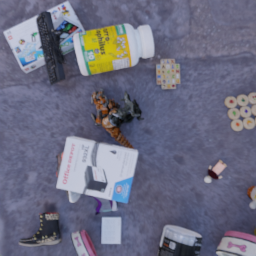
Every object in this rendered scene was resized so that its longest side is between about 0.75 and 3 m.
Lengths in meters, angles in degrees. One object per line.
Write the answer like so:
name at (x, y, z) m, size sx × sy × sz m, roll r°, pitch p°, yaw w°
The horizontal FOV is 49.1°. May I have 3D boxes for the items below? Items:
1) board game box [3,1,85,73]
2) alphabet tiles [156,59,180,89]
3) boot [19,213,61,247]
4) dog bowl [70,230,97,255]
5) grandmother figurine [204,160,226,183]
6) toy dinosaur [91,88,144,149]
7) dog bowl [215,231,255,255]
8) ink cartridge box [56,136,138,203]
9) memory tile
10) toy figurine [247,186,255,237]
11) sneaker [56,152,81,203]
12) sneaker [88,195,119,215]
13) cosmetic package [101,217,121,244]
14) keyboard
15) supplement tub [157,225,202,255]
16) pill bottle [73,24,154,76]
board game box at (-3.338, -3.729, 11.499) m, size 2.938 × 0.509 × 1.855 m, roll -28°, pitch 81°, yaw -4°
alphabet tiles at (1.601, -2.143, 11.177) m, size 0.976 × 0.037 × 1.173 m, roll -4°, pitch 95°, yaw -12°
boot at (-3.189, 3.695, 10.209) m, size 1.489 × 0.545 × 1.121 m, roll -2°, pitch 82°, yaw -4°
dog bowl at (-1.515, 4.177, 9.782) m, size 0.475 × 1.287 × 1.287 m, roll -27°, pitch 81°, yaw -11°
grandmother figurine at (3.311, 1.724, 10.702) m, size 0.999 × 0.303 × 0.606 m, roll -43°, pitch 55°, yaw -4°
toy dinosaur at (-0.428, -0.403, 10.725) m, size 1.798 × 1.353 × 2.649 m, roll -31°, pitch 93°, yaw 11°
dog bowl at (4.126, 4.206, 9.406) m, size 2.172 × 2.172 × 0.801 m, roll 22°, pitch 66°, yaw 4°
ink cartridge box at (-1.002, 1.369, 9.456) m, size 2.392 × 1.001 × 1.735 m, roll 12°, pitch 88°, yaw 1°
memory tile at (4.911, -0.681, 11.162) m, size 1.913 × 0.161 × 1.466 m, roll -10°, pitch 81°, yaw -2°
toy figurine at (5.514, 2.907, 9.895) m, size 2.315 × 1.636 × 2.351 m, roll -14°, pitch 82°, yaw 3°
sneaker at (-2.298, 1.838, 10.581) m, size 0.795 × 0.748 × 1.942 m, roll -11°, pitch 86°, yaw 30°
sneaker at (-1.118, 2.013, 10.369) m, size 1.029 × 0.875 × 2.352 m, roll -18°, pitch 81°, yaw 2°
cosmetic package at (-0.621, 3.782, 10.354) m, size 0.702 × 0.241 × 0.931 m, roll 1°, pitch 80°, yaw 1°
keyboard at (-3.002, -3.017, 10.426) m, size 0.535 × 1.406 × 2.700 m, roll -15°, pitch 91°, yaw -45°
supplement tub at (1.658, 4.650, 9.627) m, size 1.382 × 1.382 × 2.257 m, roll 15°, pitch 80°, yaw 3°
pill bottle at (-0.528, -3.076, 10.823) m, size 2.877 × 1.622 × 1.622 m, roll -11°, pitch 80°, yaw -2°
